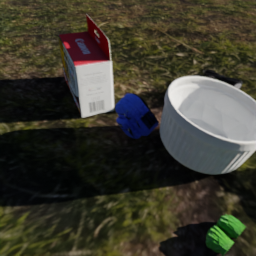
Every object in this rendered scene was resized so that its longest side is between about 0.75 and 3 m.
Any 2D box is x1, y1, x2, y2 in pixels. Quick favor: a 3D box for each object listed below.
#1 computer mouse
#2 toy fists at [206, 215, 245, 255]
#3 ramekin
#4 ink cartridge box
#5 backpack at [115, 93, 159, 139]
[{"bbox_3d":[2.843,-1.390,9.960,2.582,0.594,1.813,-23,39,-39],"label":"computer mouse"},{"bbox_3d":[1.999,2.211,5.865,0.990,0.340,0.504,-30,54,-34],"label":"toy fists"},{"bbox_3d":[2.145,-0.046,7.474,2.733,1.435,2.733,9,40,-8],"label":"ramekin"},{"bbox_3d":[-1.528,-2.244,9.707,1.203,2.518,2.868,-13,40,-17],"label":"ink cartridge box"},{"bbox_3d":[0.167,-0.355,8.198,1.003,1.196,0.972,-43,25,-19],"label":"backpack"}]
